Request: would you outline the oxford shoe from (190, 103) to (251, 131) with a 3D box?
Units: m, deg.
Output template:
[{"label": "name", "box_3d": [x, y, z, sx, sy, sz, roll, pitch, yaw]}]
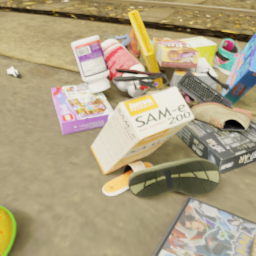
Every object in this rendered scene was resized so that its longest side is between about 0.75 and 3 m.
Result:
[{"label": "oxford shoe", "box_3d": [2.824, -0.323, 8.785, 1.871, 0.659, 0.700, 8, 39, 26]}]

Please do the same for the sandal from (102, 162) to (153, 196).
[{"label": "sandal", "box_3d": [0.051, 1.311, 7.729, 1.693, 0.485, 0.649, -24, 39, -31]}]

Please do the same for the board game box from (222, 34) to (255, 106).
[{"label": "board game box", "box_3d": [4.370, -2.223, 10.231, 0.611, 2.718, 2.067, 23, 74, 5]}]

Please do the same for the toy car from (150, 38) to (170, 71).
[{"label": "toy car", "box_3d": [1.999, -3.744, 14.632, 1.626, 1.560, 1.764, 4, 7, 13]}]

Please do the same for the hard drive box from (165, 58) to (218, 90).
[{"label": "hard drive box", "box_3d": [2.756, -2.392, 12.637, 1.815, 0.894, 2.329, 1, 32, -3]}]

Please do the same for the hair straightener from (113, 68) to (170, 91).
[{"label": "hair straightener", "box_3d": [0.445, -1.615, 9.825, 2.034, 0.416, 0.783, 9, 79, 11]}]

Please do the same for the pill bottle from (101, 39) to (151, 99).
[{"label": "pill bottle", "box_3d": [-0.211, -2.380, 11.454, 1.344, 1.344, 2.395, -31, 71, -37]}]

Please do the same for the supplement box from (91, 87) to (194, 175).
[{"label": "supplement box", "box_3d": [0.234, 0.173, 7.424, 1.694, 2.689, 0.989, -20, 74, -29]}]

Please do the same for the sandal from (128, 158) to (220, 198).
[{"label": "sandal", "box_3d": [1.168, 1.217, 7.195, 2.378, 0.944, 0.678, -4, 11, 1]}]

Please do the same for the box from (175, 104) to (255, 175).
[{"label": "box", "box_3d": [3.021, 0.127, 9.329, 2.301, 0.625, 2.873, -15, 37, -21]}]

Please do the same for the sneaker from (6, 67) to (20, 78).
[{"label": "sneaker", "box_3d": [-5.595, -2.629, 13.626, 0.420, 0.387, 1.051, -36, 42, -22]}]

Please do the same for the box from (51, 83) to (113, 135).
[{"label": "box", "box_3d": [-1.825, -0.874, 10.849, 1.903, 0.544, 2.781, -11, 36, -16]}]

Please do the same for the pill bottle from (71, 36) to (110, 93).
[{"label": "pill bottle", "box_3d": [-1.354, -2.395, 10.682, 1.095, 1.966, 1.095, -15, 19, 5]}]

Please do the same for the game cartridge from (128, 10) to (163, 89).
[{"label": "game cartridge", "box_3d": [0.822, -3.186, 11.905, 0.439, 2.708, 2.387, -21, 64, 8]}]

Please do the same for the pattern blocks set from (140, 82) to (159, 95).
[{"label": "pattern blocks set", "box_3d": [1.047, -1.042, 10.584, 1.337, 0.123, 1.521, 1, 69, -25]}]

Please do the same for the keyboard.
[{"label": "keyboard", "box_3d": [2.756, -1.343, 9.621, 1.914, 0.197, 1.216, 37, 77, 5]}]

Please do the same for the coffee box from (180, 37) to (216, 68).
[{"label": "coffee box", "box_3d": [3.461, -3.725, 14.261, 1.347, 1.345, 1.332, -13, 37, -19]}]

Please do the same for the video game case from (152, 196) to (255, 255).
[{"label": "video game case", "box_3d": [1.902, 2.486, 5.739, 2.199, 0.310, 2.433, 18, 25, 24]}]

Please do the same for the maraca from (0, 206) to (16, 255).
[{"label": "maraca", "box_3d": [-3.169, 2.466, 5.660, 1.357, 1.058, 1.979, 21, 52, 10]}]

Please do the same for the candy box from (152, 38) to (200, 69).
[{"label": "candy box", "box_3d": [2.003, -3.325, 12.317, 1.550, 0.750, 2.656, 2, 28, -6]}]

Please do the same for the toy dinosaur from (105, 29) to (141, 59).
[{"label": "toy dinosaur", "box_3d": [0.244, -4.111, 14.181, 2.981, 1.565, 2.705, 6, 57, 39]}]

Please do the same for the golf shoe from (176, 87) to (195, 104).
[{"label": "golf shoe", "box_3d": [1.514, -0.921, 9.705, 1.059, 0.835, 2.299, -13, 8, 37]}]

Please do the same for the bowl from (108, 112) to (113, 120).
[{"label": "bowl", "box_3d": [-0.015, -0.296, 9.373, 1.215, 0.546, 1.215, 19, 40, -16]}]

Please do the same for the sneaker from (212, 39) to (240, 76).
[{"label": "sneaker", "box_3d": [4.679, -3.769, 14.160, 1.064, 1.537, 2.546, -17, 38, -23]}]
